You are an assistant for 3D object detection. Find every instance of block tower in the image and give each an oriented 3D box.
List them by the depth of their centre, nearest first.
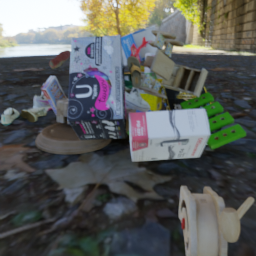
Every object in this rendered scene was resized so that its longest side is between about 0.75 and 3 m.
[{"bbox_3d":[-1.271,-0.449,10.373,2.990,0.864,0.808,9,17,17],"label":"block tower"}]

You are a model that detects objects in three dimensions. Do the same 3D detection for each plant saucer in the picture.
[{"bbox_3d":[-1.989,0.250,10.316,2.773,0.409,2.773,0,18,0],"label":"plant saucer"}]

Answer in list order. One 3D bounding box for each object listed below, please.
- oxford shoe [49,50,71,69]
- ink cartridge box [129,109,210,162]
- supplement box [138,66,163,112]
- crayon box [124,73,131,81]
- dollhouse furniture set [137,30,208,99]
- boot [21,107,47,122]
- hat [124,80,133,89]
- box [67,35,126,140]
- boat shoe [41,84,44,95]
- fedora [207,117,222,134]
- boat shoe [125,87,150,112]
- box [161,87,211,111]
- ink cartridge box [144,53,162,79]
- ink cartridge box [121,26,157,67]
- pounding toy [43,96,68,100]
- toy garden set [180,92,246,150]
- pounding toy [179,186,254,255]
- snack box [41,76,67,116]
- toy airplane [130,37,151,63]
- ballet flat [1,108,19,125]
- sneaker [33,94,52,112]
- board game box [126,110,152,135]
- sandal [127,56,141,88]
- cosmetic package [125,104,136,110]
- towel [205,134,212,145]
[{"bbox_3d":[-2.953,-2.989,12.236,1.130,0.400,0.417,-36,-4,-13],"label":"oxford shoe"},{"bbox_3d":[1.123,0.250,8.164,2.141,1.559,0.908,-5,60,-1],"label":"ink cartridge box"},{"bbox_3d":[0.929,-1.754,13.225,1.190,2.186,1.197,8,20,17],"label":"supplement box"},{"bbox_3d":[-0.841,-2.330,14.392,2.902,0.846,2.504,-1,15,20],"label":"crayon box"},{"bbox_3d":[1.635,-1.999,9.995,1.531,2.019,2.304,21,4,33],"label":"dollhouse furniture set"},{"bbox_3d":[-4.162,-0.642,12.770,1.004,0.468,1.298,-16,23,-39],"label":"boot"},{"bbox_3d":[-0.327,-1.161,12.034,1.793,1.578,1.485,2,23,-1],"label":"hat"},{"bbox_3d":[-0.929,-1.212,8.827,1.614,2.814,1.859,-3,-20,1],"label":"box"},{"bbox_3d":[-4.512,-1.874,16.007,0.825,0.838,2.325,4,28,-16],"label":"boat shoe"},{"bbox_3d":[2.774,-0.314,11.092,1.845,0.843,1.845,-2,15,1],"label":"fedora"},{"bbox_3d":[0.167,-1.268,10.520,1.779,0.758,0.657,27,27,-14],"label":"boat shoe"},{"bbox_3d":[2.568,-1.137,12.268,1.991,0.491,1.590,1,54,-11],"label":"box"},{"bbox_3d":[1.021,-2.363,10.746,0.694,0.951,0.401,-5,11,-28],"label":"ink cartridge box"},{"bbox_3d":[-0.232,-3.442,12.782,2.886,1.215,2.087,-11,18,38],"label":"ink cartridge box"},{"bbox_3d":[-2.626,-1.178,12.554,2.059,1.181,1.177,39,-6,-33],"label":"pounding toy"},{"bbox_3d":[2.475,-0.023,10.074,2.247,0.538,2.696,-22,38,2],"label":"toy garden set"},{"bbox_3d":[1.595,1.786,5.036,1.189,1.185,2.073,1,0,3],"label":"pounding toy"},{"bbox_3d":[-2.724,-1.006,11.058,0.251,2.067,0.743,9,53,23],"label":"snack box"},{"bbox_3d":[0.334,-2.564,9.258,0.204,1.110,1.110,43,39,24],"label":"toy airplane"},{"bbox_3d":[-5.277,-0.619,12.585,0.574,0.531,1.702,-3,19,-9],"label":"ballet flat"},{"bbox_3d":[-3.921,-1.386,14.244,0.805,0.873,1.979,16,25,38],"label":"sneaker"},{"bbox_3d":[0.369,-0.289,10.914,1.270,0.256,0.972,-31,37,-8],"label":"board game box"},{"bbox_3d":[0.225,-1.790,9.027,0.418,1.040,0.281,-10,17,1],"label":"sandal"},{"bbox_3d":[-0.293,-0.561,11.840,1.445,0.586,0.815,-2,53,-10],"label":"cosmetic package"},{"bbox_3d":[2.981,0.327,10.466,0.967,0.148,1.268,-5,20,-12],"label":"towel"}]
